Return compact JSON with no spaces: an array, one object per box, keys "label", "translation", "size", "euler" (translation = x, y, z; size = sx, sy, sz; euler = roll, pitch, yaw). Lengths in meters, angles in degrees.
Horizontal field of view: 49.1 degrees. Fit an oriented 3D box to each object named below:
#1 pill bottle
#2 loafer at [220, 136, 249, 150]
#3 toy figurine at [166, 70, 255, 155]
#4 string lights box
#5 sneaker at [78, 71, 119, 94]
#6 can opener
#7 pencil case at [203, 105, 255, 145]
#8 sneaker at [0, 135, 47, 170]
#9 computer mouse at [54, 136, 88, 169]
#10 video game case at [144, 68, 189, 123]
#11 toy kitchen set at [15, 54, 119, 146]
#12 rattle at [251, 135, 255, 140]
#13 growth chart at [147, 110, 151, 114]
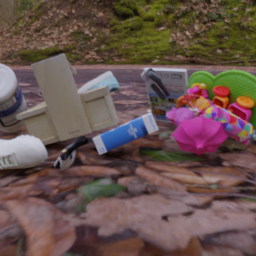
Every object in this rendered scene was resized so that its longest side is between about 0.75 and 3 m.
[{"label":"pill bottle","translation":[-3.711,-0.735,8.263],"size":[1.255,1.255,2.260],"euler":[-3,-26,-9]},{"label":"loafer","translation":[2.749,0.415,7.627],"size":[1.011,0.345,0.382],"euler":[7,26,15]},{"label":"toy figurine","translation":[2.019,-0.375,7.544],"size":[2.476,2.019,2.690],"euler":[-28,50,-35]},{"label":"string lights box","translation":[-0.044,0.136,7.126],"size":[1.565,0.461,0.804],"euler":[-24,2,4]},{"label":"sneaker","translation":[-1.466,-1.504,12.761],"size":[2.869,1.175,1.060],"euler":[-40,1,-29]},{"label":"can opener","translation":[0.789,-1.095,7.414],"size":[1.308,0.349,0.437],"euler":[40,14,-47]},{"label":"pencil case","translation":[2.506,-0.078,6.993],"size":[1.354,0.598,0.598],"euler":[24,8,-20]},{"label":"sneaker","translation":[-2.709,0.656,6.155],"size":[2.024,0.773,0.815],"euler":[-6,17,23]},{"label":"computer mouse","translation":[-1.238,0.609,5.873],"size":[0.658,0.263,1.199],"euler":[-44,-1,-35]},{"label":"video game case","translation":[1.399,-1.082,9.853],"size":[1.511,2.110,0.190],"euler":[9,39,30]},{"label":"toy kitchen set","translation":[-1.668,-0.976,8.095],"size":[2.530,2.064,2.282],"euler":[-15,14,11]},{"label":"rattle","translation":[4.413,-0.085,9.107],"size":[1.702,1.867,2.614],"euler":[-36,28,4]},{"label":"growth chart","translation":[1.847,-0.773,11.599],"size":[1.642,0.201,2.269],"euler":[2,9,18]}]
